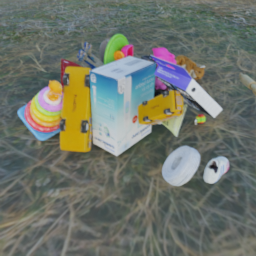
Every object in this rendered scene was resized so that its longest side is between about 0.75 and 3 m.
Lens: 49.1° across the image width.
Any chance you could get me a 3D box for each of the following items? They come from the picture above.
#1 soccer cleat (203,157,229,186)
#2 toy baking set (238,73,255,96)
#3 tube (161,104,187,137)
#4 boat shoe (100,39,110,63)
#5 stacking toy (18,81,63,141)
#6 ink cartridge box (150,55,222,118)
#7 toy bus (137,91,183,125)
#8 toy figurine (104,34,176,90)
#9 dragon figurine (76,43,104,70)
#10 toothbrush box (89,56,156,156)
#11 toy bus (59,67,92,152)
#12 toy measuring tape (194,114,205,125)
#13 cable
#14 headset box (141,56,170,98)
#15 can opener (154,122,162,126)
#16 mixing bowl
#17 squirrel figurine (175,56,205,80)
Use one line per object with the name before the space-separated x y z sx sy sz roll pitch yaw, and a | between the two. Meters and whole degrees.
soccer cleat | 2.659 1.118 8.298 0.501 0.619 1.434 12 30 31
toy baking set | 4.350 -1.109 9.302 1.778 0.270 2.316 38 21 -22
tube | 1.416 -0.394 9.376 0.666 0.744 2.565 -24 10 -3
boat shoe | -0.338 -2.748 12.793 1.066 2.815 1.011 -13 25 33
stacking toy | -2.754 -0.866 9.816 1.565 2.696 1.480 49 55 3
ink cartridge box | 1.489 -1.175 7.850 0.403 1.857 1.840 -50 32 3
toy bus | 0.945 -0.536 8.151 0.731 0.608 1.868 5 -13 -31
toy figurine | 0.643 -2.105 10.534 2.395 2.602 1.954 13 38 25
dragon figurine | -1.280 -2.337 11.940 1.486 2.990 0.880 30 71 17
toothbrush box | -0.166 -0.803 9.911 1.227 2.876 2.106 25 38 31
toy bus | -1.712 -0.607 9.663 0.921 2.831 1.108 4 0 7
toy measuring tape | 2.915 -0.313 11.295 0.390 0.390 1.059 12 20 17
cable | 1.584 1.127 8.496 0.450 1.299 1.299 34 15 -14
headset box | 1.206 -1.802 11.633 0.922 2.388 1.777 -13 38 -42
can opener | 1.049 -0.568 9.029 0.295 1.106 0.370 24 33 15
mixing bowl | -2.482 -2.162 12.731 1.043 1.926 1.926 -3 35 -16
squirrel figurine | 3.260 -3.216 14.976 1.613 1.223 1.729 13 40 7
